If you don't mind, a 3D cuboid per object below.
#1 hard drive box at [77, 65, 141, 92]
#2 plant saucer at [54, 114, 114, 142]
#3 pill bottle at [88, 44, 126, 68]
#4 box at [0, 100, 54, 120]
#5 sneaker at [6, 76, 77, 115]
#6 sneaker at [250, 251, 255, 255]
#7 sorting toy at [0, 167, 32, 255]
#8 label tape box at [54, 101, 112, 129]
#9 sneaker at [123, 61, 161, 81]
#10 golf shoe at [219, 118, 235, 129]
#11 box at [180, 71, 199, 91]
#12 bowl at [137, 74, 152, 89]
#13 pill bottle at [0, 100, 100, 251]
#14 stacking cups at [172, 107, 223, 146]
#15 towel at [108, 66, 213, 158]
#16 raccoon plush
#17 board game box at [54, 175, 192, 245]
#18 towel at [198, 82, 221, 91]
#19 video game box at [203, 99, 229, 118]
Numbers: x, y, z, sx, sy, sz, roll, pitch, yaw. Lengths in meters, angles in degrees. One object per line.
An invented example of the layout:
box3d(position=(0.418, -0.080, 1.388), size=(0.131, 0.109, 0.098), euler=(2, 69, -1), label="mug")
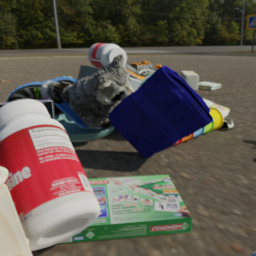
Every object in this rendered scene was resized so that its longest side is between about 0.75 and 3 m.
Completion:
box3d(position=(-0.389, -1.550, 10.992), size=(2.671, 1.026, 2.082), euler=(10, 10, -38), label="hard drive box")
box3d(position=(-1.570, -0.036, 9.087), size=(2.470, 0.339, 2.470), euler=(0, 19, 0), label="plant saucer")
box3d(position=(-0.710, -2.426, 9.568), size=(0.853, 0.853, 1.520), euler=(-11, 21, -30), label="pill bottle")
box3d(position=(-2.579, -0.238, 7.239), size=(1.306, 0.921, 1.765), euler=(-6, 8, -17), label="box")
box3d(position=(-2.938, -0.928, 9.566), size=(2.744, 0.973, 1.137), euler=(-14, 61, 6), label="sneaker")
box3d(position=(2.123, 1.787, 2.922), size=(1.827, 0.688, 0.805), euler=(13, 22, 33), label="sneaker")
box3d(position=(-1.567, 1.254, 3.171), size=(0.965, 1.807, 1.627), euler=(-17, 17, -18), label="sorting toy")
box3d(position=(-1.243, -0.531, 8.573), size=(1.218, 0.562, 1.700), euler=(39, 14, 21), label="label tape box")
box3d(position=(0.528, -2.209, 10.730), size=(2.060, 0.795, 0.806), euler=(6, 15, -43), label="sneaker")
box3d(position=(2.990, -0.209, 9.467), size=(1.111, 0.432, 0.525), euler=(12, 21, 36), label="golf shoe")
box3d(position=(3.452, -2.696, 15.935), size=(0.728, 0.889, 1.873), euler=(1, 19, 2), label="box")
box3d(position=(1.053, -0.651, 8.516), size=(0.986, 1.884, 1.884), euler=(19, 26, 36), label="bowl")
box3d(position=(-1.249, 0.566, 3.946), size=(1.083, 1.083, 1.929), euler=(-12, 58, -33), label="pill bottle")
box3d(position=(1.863, -0.051, 8.379), size=(2.537, 0.768, 0.768), euler=(-16, 24, -40), label="stacking cups")
box3d(position=(0.668, -0.293, 6.502), size=(2.173, 1.605, 0.538), euler=(-37, 9, 42), label="towel")
box3d(position=(-1.218, -1.048, 7.265), size=(2.909, 1.949, 1.407), euler=(6, 60, 5), label="raccoon plush")
box3d(position=(-0.150, 1.333, 4.906), size=(2.141, 0.312, 1.441), euler=(-2, 18, -7), label="board game box")
box3d(position=(4.719, -2.466, 16.603), size=(1.122, 0.316, 1.310), euler=(19, 25, 37), label="towel")
box3d(position=(3.117, -0.695, 10.786), size=(1.181, 0.304, 1.297), euler=(26, 29, 30), label="video game box")
